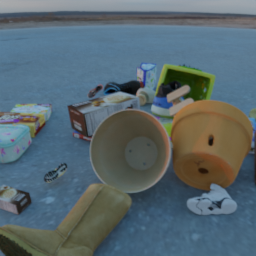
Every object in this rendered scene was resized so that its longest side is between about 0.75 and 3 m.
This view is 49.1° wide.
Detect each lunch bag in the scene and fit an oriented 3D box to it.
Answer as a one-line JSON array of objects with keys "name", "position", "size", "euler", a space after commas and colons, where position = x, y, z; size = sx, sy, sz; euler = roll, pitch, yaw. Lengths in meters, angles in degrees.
[{"name": "lunch bag", "position": [1.125, -3.081, 17.567], "size": [1.213, 1.619, 1.904], "euler": [4, 27, 8]}, {"name": "lunch bag", "position": [-5.318, 0.510, 11.291], "size": [2.459, 0.948, 1.972], "euler": [3, 27, 7]}]

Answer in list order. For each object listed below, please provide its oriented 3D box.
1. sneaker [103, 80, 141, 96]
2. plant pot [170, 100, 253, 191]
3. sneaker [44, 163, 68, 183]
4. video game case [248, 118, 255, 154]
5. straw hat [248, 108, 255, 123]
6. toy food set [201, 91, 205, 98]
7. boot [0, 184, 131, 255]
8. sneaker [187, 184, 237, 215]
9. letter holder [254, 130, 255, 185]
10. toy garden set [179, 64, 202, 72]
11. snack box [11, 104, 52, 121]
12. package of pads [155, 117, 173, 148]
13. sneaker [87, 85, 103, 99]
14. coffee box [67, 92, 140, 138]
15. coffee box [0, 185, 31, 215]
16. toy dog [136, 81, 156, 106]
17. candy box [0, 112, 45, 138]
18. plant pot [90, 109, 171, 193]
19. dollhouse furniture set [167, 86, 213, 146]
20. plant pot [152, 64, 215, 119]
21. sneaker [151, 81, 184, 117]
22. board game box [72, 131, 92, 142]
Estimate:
[{"name": "sneaker", "position": [-0.280, -2.244, 16.877], "size": [2.540, 0.930, 1.041], "euler": [-2, 31, 18]}, {"name": "plant pot", "position": [2.621, 0.752, 9.311], "size": [2.763, 2.763, 1.934], "euler": [9, 46, 18]}, {"name": "sneaker", "position": [-2.445, 1.578, 9.553], "size": [0.904, 0.408, 0.353], "euler": [-32, 77, -20]}, {"name": "video game case", "position": [4.608, 0.236, 11.949], "size": [1.773, 0.444, 1.956], "euler": [5, 40, 7]}, {"name": "straw hat", "position": [6.135, -0.346, 12.842], "size": [2.543, 1.076, 2.543], "euler": [0, 28, 0]}, {"name": "toy food set", "position": [3.691, -1.807, 16.588], "size": [1.766, 0.354, 1.219], "euler": [-25, 29, -31]}, {"name": "boot", "position": [-1.610, 2.496, 7.521], "size": [2.544, 0.961, 2.905], "euler": [23, 34, 14]}, {"name": "sneaker", "position": [2.451, 2.167, 8.527], "size": [1.485, 0.558, 0.854], "euler": [3, 26, -5]}, {"name": "letter holder", "position": [5.376, 0.437, 9.677], "size": [1.438, 2.032, 2.859], "euler": [12, 39, 15]}, {"name": "toy garden set", "position": [2.971, -2.939, 13.775], "size": [1.010, 0.201, 0.842], "euler": [8, 6, -21]}, {"name": "snack box", "position": [-4.947, -0.792, 14.338], "size": [1.829, 0.485, 1.301], "euler": [-2, 27, -3]}, {"name": "package of pads", "position": [1.575, 0.143, 12.332], "size": [1.419, 0.626, 1.836], "euler": [7, 28, 18]}, {"name": "sneaker", "position": [-1.580, -1.724, 13.150], "size": [0.885, 0.341, 0.363], "euler": [-42, 6, 5]}, {"name": "coffee box", "position": [-1.047, -0.676, 12.588], "size": [2.831, 1.129, 1.619], "euler": [-19, 25, -30]}, {"name": "coffee box", "position": [-3.598, 2.192, 8.591], "size": [1.049, 0.418, 0.600], "euler": [10, 29, 19]}, {"name": "toy dog", "position": [1.577, -2.042, 15.924], "size": [2.614, 1.259, 1.724], "euler": [-8, 28, -15]}, {"name": "candy box", "position": [-5.193, -0.183, 12.982], "size": [2.295, 0.648, 1.339], "euler": [4, 27, 5]}, {"name": "plant pot", "position": [0.236, 0.804, 9.289], "size": [2.556, 2.556, 1.716], "euler": [9, -6, 17]}, {"name": "dollhouse furniture set", "position": [2.866, -0.105, 10.438], "size": [1.695, 2.393, 2.605], "euler": [-27, 36, 22]}, {"name": "plant pot", "position": [2.561, -1.758, 13.801], "size": [2.459, 2.447, 2.231], "euler": [13, 16, -1]}, {"name": "sneaker", "position": [2.355, -1.294, 12.758], "size": [2.779, 1.546, 1.067], "euler": [5, 16, -33]}, {"name": "board game box", "position": [-1.213, -0.115, 13.255], "size": [1.427, 0.270, 2.771], "euler": [14, 31, 24]}]
